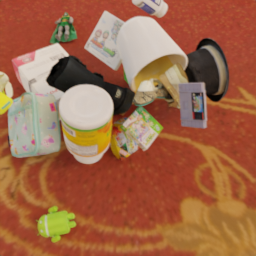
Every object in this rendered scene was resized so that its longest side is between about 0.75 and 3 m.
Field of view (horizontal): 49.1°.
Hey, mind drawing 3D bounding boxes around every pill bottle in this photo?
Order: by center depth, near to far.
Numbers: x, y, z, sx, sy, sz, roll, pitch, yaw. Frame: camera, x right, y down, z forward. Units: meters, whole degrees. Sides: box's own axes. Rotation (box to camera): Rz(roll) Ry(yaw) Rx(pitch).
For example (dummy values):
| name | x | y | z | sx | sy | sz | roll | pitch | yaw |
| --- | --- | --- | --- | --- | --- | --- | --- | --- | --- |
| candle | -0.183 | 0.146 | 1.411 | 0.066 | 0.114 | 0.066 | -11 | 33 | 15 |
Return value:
| name | x | y | z | sx | sy | sz | roll | pitch | yaw |
| --- | --- | --- | --- | --- | --- | --- | --- | --- | --- |
| pill bottle | -1.109 | 0.052 | 7.628 | 1.294 | 2.330 | 1.294 | 3 | 57 | -5 |
| pill bottle | 0.775 | -4.318 | 9.654 | 1.165 | 0.697 | 0.697 | 18 | 41 | -38 |

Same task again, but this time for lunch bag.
| name | x | y | z | sx | sy | sz | roll | pitch | yaw |
| --- | --- | --- | --- | --- | --- | --- | --- | --- | --- |
| lunch bag | -2.993 | -0.098 | 8.611 | 0.928 | 2.408 | 1.932 | -6 | 88 | -40 |

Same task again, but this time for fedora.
| name | x | y | z | sx | sy | sz | roll | pitch | yaw |
| --- | --- | --- | --- | --- | --- | --- | --- | --- | --- |
| fedora | 2.378 | -1.845 | 9.272 | 1.011 | 2.213 | 2.213 | -12 | 53 | -12 |

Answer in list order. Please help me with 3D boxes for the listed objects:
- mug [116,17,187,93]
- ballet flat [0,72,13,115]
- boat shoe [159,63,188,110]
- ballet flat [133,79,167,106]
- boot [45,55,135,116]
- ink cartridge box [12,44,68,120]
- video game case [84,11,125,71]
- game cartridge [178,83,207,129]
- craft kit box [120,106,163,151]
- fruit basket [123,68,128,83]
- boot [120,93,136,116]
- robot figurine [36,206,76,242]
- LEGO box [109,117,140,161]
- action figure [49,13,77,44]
| name | x | y | z | sx | sy | sz | roll | pitch | yaw |
| --- | --- | --- | --- | --- | --- | --- | --- | --- | --- |
| mug | 0.479 | -2.322 | 9.149 | 1.937 | 2.419 | 1.986 | -11 | 65 | -32 |
| ballet flat | -3.422 | -1.089 | 7.340 | 0.663 | 0.660 | 1.977 | -35 | 51 | -2 |
| boat shoe | 1.499 | -1.110 | 8.892 | 0.794 | 2.393 | 0.886 | -23 | 58 | 7 |
| ballet flat | 0.642 | -1.083 | 8.084 | 0.591 | 0.656 | 1.742 | 8 | 17 | 30 |
| boot | -1.365 | -1.164 | 8.682 | 2.342 | 2.787 | 1.064 | 27 | 75 | -22 |
| ink cartridge box | -2.685 | -1.683 | 10.265 | 1.939 | 1.129 | 2.663 | -29 | 59 | -25 |
| video game case | -0.685 | -3.423 | 10.968 | 1.861 | 0.220 | 1.694 | 40 | 106 | 25 |
| game cartridge | 1.700 | -0.592 | 7.398 | 0.227 | 1.181 | 0.766 | -15 | 15 | -35 |
| craft kit box | 0.401 | -0.007 | 8.111 | 0.981 | 0.241 | 0.994 | 46 | 54 | -8 |
| fruit basket | 0.383 | -2.091 | 11.123 | 1.092 | 1.092 | 0.788 | 34 | 69 | 23 |
| boot | -0.217 | -1.205 | 10.681 | 0.990 | 0.487 | 1.383 | 38 | 71 | 7 |
| robot figurine | -2.009 | 2.670 | 7.780 | 1.048 | 0.606 | 0.919 | -9 | 68 | -8 |
| LEGO box | -0.188 | 0.349 | 9.149 | 0.845 | 1.134 | 0.438 | -34 | 29 | -26 |
| action figure | -3.118 | -4.987 | 13.708 | 1.312 | 0.607 | 2.221 | -5 | 49 | 0 |
